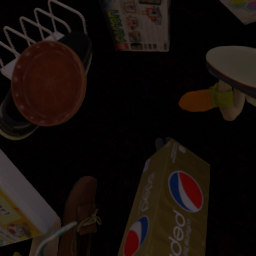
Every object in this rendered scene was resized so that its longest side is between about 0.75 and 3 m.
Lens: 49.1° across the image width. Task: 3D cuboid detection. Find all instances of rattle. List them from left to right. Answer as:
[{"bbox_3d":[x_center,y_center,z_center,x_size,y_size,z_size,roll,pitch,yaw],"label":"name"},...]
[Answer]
[{"bbox_3d":[-1.452,1.579,3.222,1.585,2.218,1.444,22,68,-3],"label":"rattle"},{"bbox_3d":[2.543,-1.168,7.621,1.326,1.455,2.036,41,60,-24],"label":"rattle"}]

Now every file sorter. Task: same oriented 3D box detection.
[{"bbox_3d":[-2.446,-2.351,8.001,1.589,1.426,2.290,33,62,21],"label":"file sorter"}]

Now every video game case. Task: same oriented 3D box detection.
[{"bbox_3d":[-2.456,0.432,3.089,2.416,2.655,0.304,-23,22,25],"label":"video game case"}]

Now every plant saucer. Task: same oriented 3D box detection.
[{"bbox_3d":[-1.360,-0.750,4.806,1.438,0.232,1.438,1,93,18],"label":"plant saucer"}]

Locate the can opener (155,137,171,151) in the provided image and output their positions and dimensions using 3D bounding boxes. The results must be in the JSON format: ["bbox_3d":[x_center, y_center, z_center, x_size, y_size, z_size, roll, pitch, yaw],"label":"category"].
[{"bbox_3d":[0.964,0.882,6.292,0.454,0.569,1.701,-6,56,-4],"label":"can opener"}]

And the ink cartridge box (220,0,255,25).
[{"bbox_3d":[2.711,-3.212,6.464,1.866,0.969,0.553,21,74,-37],"label":"ink cartridge box"}]

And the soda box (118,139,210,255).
[{"bbox_3d":[0.463,1.226,3.475,0.757,0.716,2.235,34,42,-10],"label":"soda box"}]

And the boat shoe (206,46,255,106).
[{"bbox_3d":[2.751,-0.751,5.421,2.818,0.882,1.003,31,65,27],"label":"boat shoe"}]

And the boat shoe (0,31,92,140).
[{"bbox_3d":[-1.582,-1.045,5.821,1.046,0.985,2.913,35,63,-6],"label":"boat shoe"}]

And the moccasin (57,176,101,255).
[{"bbox_3d":[-0.635,1.373,3.870,0.539,0.510,1.395,3,70,28],"label":"moccasin"}]

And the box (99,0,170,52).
[{"bbox_3d":[0.205,-2.523,6.137,1.404,2.550,0.443,4,76,9],"label":"box"}]
